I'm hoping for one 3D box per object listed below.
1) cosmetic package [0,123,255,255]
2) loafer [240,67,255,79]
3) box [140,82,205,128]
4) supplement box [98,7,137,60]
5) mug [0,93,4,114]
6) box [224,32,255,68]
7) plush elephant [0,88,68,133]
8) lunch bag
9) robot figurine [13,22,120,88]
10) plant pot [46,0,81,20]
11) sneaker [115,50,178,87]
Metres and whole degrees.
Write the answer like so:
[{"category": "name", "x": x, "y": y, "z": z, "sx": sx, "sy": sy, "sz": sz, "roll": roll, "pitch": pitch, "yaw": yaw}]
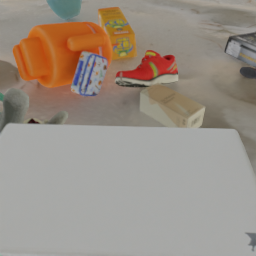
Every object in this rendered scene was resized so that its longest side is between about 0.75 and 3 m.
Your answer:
[{"category": "cosmetic package", "x": -0.122, "y": 1.410, "z": 3.336, "sx": 2.600, "sy": 2.608, "sz": 1.603, "roll": 2, "pitch": 41, "yaw": 3}, {"category": "loafer", "x": 3.981, "y": -1.736, "z": 8.883, "sx": 0.887, "sy": 0.319, "sz": 0.279, "roll": 19, "pitch": 34, "yaw": 9}, {"category": "box", "x": 1.083, "y": -0.501, "z": 7.160, "sx": 0.739, "sy": 0.605, "sz": 1.556, "roll": -34, "pitch": 51, "yaw": -32}, {"category": "supplement box", "x": -0.469, "y": -3.646, "z": 10.602, "sx": 0.958, "sy": 0.990, "sz": 2.879, "roll": -10, "pitch": 43, "yaw": -9}, {"category": "mug", "x": -4.046, "y": -0.349, "z": 6.398, "sx": 1.806, "sy": 1.359, "sz": 2.198, "roll": 14, "pitch": 42, "yaw": 16}, {"category": "box", "x": 4.859, "y": -2.453, "z": 9.297, "sx": 1.997, "sy": 0.609, "sz": 2.521, "roll": -17, "pitch": 43, "yaw": -30}, {"category": "plush elephant", "x": -1.718, "y": 0.221, "z": 5.543, "sx": 1.566, "sy": 1.901, "sz": 1.472, "roll": 40, "pitch": 28, "yaw": -2}, {"category": "lunch bag", "x": -1.029, "y": -1.377, "z": 7.387, "sx": 0.442, "sy": 1.171, "sz": 0.938, "roll": 23, "pitch": 12, "yaw": 24}, {"category": "robot figurine", "x": -1.709, "y": -2.157, "z": 8.106, "sx": 2.936, "sy": 2.112, "sz": 1.712, "roll": -22, "pitch": 62, "yaw": -37}, {"category": "plant pot", "x": -2.725, "y": -5.471, "z": 12.532, "sx": 1.518, "sy": 1.022, "sz": 1.518, "roll": -19, "pitch": 21, "yaw": 8}, {"category": "sneaker", "x": 0.513, "y": -1.689, "z": 7.950, "sx": 2.338, "sy": 0.993, "sz": 0.900, "roll": -18, "pitch": 17, "yaw": -42}]
